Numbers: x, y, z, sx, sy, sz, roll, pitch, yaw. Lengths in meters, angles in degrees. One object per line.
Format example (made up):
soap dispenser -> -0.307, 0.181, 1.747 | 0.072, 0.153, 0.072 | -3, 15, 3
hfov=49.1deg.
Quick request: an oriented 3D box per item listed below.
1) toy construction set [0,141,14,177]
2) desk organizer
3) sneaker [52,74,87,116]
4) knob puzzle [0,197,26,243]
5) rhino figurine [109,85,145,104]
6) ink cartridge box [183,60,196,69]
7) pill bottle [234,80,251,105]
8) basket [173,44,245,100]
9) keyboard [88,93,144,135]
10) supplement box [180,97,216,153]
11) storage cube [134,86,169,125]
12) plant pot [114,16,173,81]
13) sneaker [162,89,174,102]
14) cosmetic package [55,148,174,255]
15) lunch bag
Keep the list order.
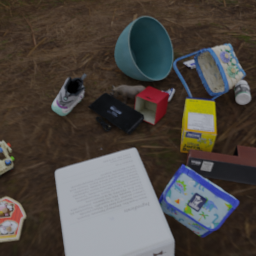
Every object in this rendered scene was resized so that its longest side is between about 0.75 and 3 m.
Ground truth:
toy construction set -> -4.524, 1.198, 9.508 | 1.012, 0.711, 1.543 | 30, 62, 29
desk organizer -> 3.214, 1.124, 9.415 | 2.433, 0.873, 0.937 | 8, 42, 8
sneaker -> -2.124, -1.688, 11.550 | 0.943, 1.697, 2.426 | 32, 37, -13
knob puzzle -> -3.768, 2.643, 8.262 | 1.601, 0.222, 1.601 | 0, 43, 0
rhino figurine -> -0.058, -1.497, 12.199 | 1.879, 0.822, 0.562 | 3, 42, 5
ink cartridge box -> 3.375, -3.330, 14.605 | 0.977, 0.191, 0.486 | -19, 47, -21
pill bottle -> 5.065, -1.595, 12.450 | 0.623, 0.623, 1.101 | 8, 44, 9
basket -> 3.316, -2.269, 11.567 | 2.468, 1.717, 2.176 | -29, 93, -6
keyboard -> -0.640, -0.492, 11.422 | 2.391, 0.307, 1.436 | 33, 66, 32
supplement box -> 2.616, -0.093, 10.507 | 1.102, 1.109, 2.025 | 7, 43, 9
storage cube -> 0.944, -0.922, 11.395 | 0.996, 1.165, 1.047 | 24, 42, 24
plant pot -> 0.477, -3.494, 13.284 | 1.936, 2.875, 2.875 | -6, 29, 49
sneaker -> 1.696, -1.578, 12.517 | 0.583, 0.321, 0.796 | 30, 57, -3
cosmetic package -> -0.366, 2.392, 6.979 | 2.204, 2.202, 2.671 | -15, 45, -7
lunch bag -> 1.595, 1.698, 6.666 | 1.442, 1.696, 1.080 | 32, 54, 10
